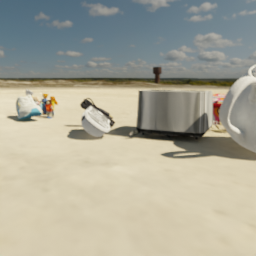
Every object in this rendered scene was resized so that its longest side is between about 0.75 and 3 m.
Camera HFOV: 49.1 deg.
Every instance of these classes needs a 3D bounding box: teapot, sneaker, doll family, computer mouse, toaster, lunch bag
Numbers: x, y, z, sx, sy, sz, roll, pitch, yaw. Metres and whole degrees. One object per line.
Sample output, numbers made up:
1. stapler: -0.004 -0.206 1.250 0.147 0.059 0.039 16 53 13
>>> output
1. teapot: 3.418 -0.702 6.270 2.630 1.946 2.665 4 35 16
2. sneaker: -4.279 -0.879 11.753 0.884 0.933 2.310 -12 11 -32
3. doll family: -3.649 -1.028 12.536 1.554 0.965 0.700 14 17 36
4. computer mouse: -1.067 -0.239 8.819 1.384 0.554 2.524 38 11 -9
5. toaster: 1.386 -0.468 8.413 2.029 1.332 2.244 4 10 23
6. lunch bag: 3.624 -0.844 11.654 2.135 0.993 2.424 7 18 44

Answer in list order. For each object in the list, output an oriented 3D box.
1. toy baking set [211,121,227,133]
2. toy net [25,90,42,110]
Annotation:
1. toy baking set: 2.943 -0.037 9.125 0.778 0.091 0.597 3 36 27
2. toy net: -4.612 -1.313 13.528 0.664 1.265 0.244 -20 31 11
